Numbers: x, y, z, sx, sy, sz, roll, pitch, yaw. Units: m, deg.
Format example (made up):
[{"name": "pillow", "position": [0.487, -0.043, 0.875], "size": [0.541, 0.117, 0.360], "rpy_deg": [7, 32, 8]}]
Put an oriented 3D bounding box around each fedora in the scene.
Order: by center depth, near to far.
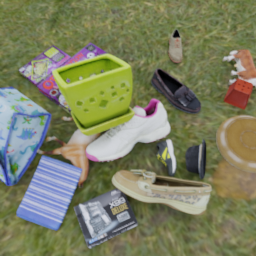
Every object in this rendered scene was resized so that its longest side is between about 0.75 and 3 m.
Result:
[{"name": "fedora", "position": [1.957, 0.894, 8.134], "size": [0.548, 1.199, 1.199], "rpy_deg": [1, 59, 19]}]

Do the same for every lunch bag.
[{"name": "lunch bag", "position": [-3.529, 0.193, 7.926], "size": [1.942, 2.284, 1.456], "rpy_deg": [33, 21, 30]}]

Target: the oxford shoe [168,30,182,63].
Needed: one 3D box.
[{"name": "oxford shoe", "position": [1.806, -3.134, 10.700], "size": [0.512, 0.543, 1.453], "rpy_deg": [-3, 60, -2]}]

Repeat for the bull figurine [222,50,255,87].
[{"name": "bull figurine", "position": [4.145, -2.054, 10.045], "size": [1.113, 0.597, 1.833], "rpy_deg": [-4, 60, -2]}]

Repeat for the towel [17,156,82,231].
[{"name": "towel", "position": [-2.194, 1.778, 7.808], "size": [1.296, 0.213, 1.790], "rpy_deg": [18, 73, 9]}]

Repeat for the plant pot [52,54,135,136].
[{"name": "plant pot", "position": [-0.865, -0.878, 7.577], "size": [1.765, 1.602, 1.757], "rpy_deg": [-21, 30, -14]}]

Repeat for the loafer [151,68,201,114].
[{"name": "loafer", "position": [1.619, -1.272, 9.555], "size": [2.076, 0.654, 0.746], "rpy_deg": [40, 68, 21]}]

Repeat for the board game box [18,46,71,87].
[{"name": "board game box", "position": [-3.071, -2.322, 10.408], "size": [1.016, 0.273, 1.693], "rpy_deg": [35, 66, 24]}]

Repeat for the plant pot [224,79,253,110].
[{"name": "plant pot", "position": [3.814, -1.216, 9.519], "size": [0.759, 0.670, 0.760], "rpy_deg": [24, 62, 13]}]

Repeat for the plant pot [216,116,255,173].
[{"name": "plant pot", "position": [3.820, 0.408, 8.808], "size": [2.021, 0.278, 2.021], "rpy_deg": [0, 59, 0]}]

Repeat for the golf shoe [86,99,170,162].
[{"name": "golf shoe", "position": [-0.049, 0.026, 8.300], "size": [2.768, 1.267, 1.042], "rpy_deg": [-25, 35, -21]}]

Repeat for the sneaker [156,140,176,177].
[{"name": "sneaker", "position": [1.133, 0.931, 8.452], "size": [0.521, 0.459, 1.232], "rpy_deg": [-7, 51, 3]}]

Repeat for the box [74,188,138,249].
[{"name": "box", "position": [-0.605, 2.402, 7.593], "size": [1.423, 0.354, 1.122], "rpy_deg": [-21, 62, -11]}]

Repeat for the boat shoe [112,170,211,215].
[{"name": "boat shoe", "position": [0.890, 1.554, 7.621], "size": [2.641, 0.968, 0.828], "rpy_deg": [15, 106, 0]}]

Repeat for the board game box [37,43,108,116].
[{"name": "board game box", "position": [-1.668, -1.832, 10.061], "size": [1.639, 0.441, 2.730], "rpy_deg": [32, 65, 22]}]

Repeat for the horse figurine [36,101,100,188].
[{"name": "horse figurine", "position": [-1.573, 0.217, 8.656], "size": [1.831, 0.689, 2.762], "rpy_deg": [20, 66, 20]}]
